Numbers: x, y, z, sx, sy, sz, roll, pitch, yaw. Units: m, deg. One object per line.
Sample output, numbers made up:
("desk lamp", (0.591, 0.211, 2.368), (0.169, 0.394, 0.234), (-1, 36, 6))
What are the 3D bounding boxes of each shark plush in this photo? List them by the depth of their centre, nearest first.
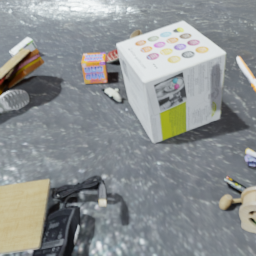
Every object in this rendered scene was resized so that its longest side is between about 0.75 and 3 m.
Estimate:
("shark plush", (-0.780, -1.386, 11.799), (1.128, 0.470, 0.513), (15, 60, 31))

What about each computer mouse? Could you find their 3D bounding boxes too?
("computer mouse", (-1.277, 2.355, 6.926), (1.838, 0.602, 2.617), (-22, 32, 17))

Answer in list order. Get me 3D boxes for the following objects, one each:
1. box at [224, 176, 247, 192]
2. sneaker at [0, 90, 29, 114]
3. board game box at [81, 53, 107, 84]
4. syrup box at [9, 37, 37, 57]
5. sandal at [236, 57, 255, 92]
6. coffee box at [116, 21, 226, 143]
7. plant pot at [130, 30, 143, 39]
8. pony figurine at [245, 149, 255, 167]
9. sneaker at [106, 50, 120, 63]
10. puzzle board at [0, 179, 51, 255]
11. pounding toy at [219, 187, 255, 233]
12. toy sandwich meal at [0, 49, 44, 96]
("box", (3.191, 1.693, 8.096), (0.778, 0.532, 0.155), (32, 86, 31))
("sneaker", (-4.922, -0.962, 10.989), (2.051, 0.766, 0.841), (-28, 20, -34))
("board game box", (-1.516, -2.750, 12.875), (1.034, 1.035, 1.034), (-4, 37, 0))
("syrup box", (-5.481, -4.095, 14.629), (0.522, 0.505, 1.282), (32, 69, 30))
("sandal", (3.404, -1.236, 7.215), (1.641, 0.470, 0.629), (56, 30, 0))
("coffee box", (1.474, -1.655, 9.969), (2.732, 2.763, 2.759), (-21, 44, -7))
("plant pot", (0.634, -4.939, 15.681), (0.733, 0.782, 0.733), (-22, 51, 30))
("pony figurine", (4.491, 1.082, 8.346), (1.761, 1.519, 1.824), (-17, 27, -33))
("sneaker", (-0.340, -3.625, 14.365), (1.668, 0.685, 0.649), (-14, 56, 6))
("puzzle board", (-3.531, 2.368, 7.247), (2.838, 0.247, 2.139), (-9, 37, -1))
("pounding toy", (3.508, 1.979, 7.241), (2.053, 1.174, 1.178), (15, 43, 17))
("toy sandwich meal", (-4.821, -2.208, 11.783), (2.911, 0.997, 2.911), (-35, 25, 19))
